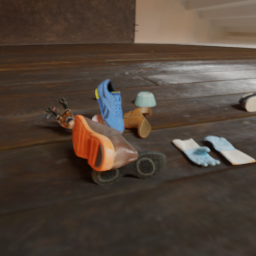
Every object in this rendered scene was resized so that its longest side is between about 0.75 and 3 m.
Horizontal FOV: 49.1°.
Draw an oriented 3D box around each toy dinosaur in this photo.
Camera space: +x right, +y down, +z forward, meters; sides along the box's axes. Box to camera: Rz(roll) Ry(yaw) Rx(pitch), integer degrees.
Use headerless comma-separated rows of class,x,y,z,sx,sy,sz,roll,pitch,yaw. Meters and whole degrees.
toy dinosaur,-1.942,-0.302,8.421,0.752,1.000,1.473,-45,18,-32

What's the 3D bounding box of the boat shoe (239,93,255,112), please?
boat shoe,5.408,-1.103,11.100,2.071,0.765,0.625,-13,28,-10

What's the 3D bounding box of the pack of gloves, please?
pack of gloves,2.149,0.469,7.298,1.443,0.339,1.717,-7,20,-11

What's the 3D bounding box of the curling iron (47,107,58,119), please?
curling iron,-2.764,-0.532,10.239,0.097,0.189,0.761,-34,16,31

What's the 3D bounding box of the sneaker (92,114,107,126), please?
sneaker,-0.725,-0.227,9.154,0.597,0.430,1.141,7,21,23

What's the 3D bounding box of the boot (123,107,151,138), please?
boot,0.201,-0.130,8.761,0.949,0.469,1.222,-14,50,29

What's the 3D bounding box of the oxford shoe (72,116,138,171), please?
oxford shoe,-0.625,0.299,6.146,0.857,0.838,2.350,1,19,-29

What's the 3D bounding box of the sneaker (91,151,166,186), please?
sneaker,0.000,0.741,6.291,1.738,0.660,0.789,-5,24,-14

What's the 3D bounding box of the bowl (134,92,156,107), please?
bowl,0.709,-1.212,11.698,0.909,0.476,0.909,1,20,0

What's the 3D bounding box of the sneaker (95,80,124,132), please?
sneaker,-0.463,-0.661,8.476,0.562,1.706,0.669,-2,-25,-48
